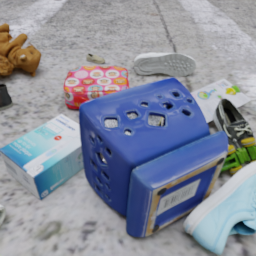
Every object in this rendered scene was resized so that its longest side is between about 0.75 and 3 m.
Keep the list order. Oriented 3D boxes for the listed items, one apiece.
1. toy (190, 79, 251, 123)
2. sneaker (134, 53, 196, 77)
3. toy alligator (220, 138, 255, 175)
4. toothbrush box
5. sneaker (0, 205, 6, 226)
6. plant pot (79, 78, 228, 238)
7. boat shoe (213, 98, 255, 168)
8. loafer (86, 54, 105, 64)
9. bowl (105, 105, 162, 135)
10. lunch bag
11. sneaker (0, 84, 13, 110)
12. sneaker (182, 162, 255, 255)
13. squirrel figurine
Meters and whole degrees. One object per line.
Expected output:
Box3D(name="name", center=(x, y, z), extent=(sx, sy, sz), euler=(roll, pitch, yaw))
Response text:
Box3D(name="toy", center=(3.185, -0.885, 10.764), extent=(2.585, 0.610, 1.489), euler=(-27, 54, -16))
Box3D(name="sneaker", center=(1.769, -3.169, 13.425), extent=(2.958, 1.130, 1.191), euler=(5, 28, 3))
Box3D(name="toy alligator", center=(3.000, 0.955, 8.329), extent=(2.414, 0.800, 0.580), euler=(-22, 1, 5))
Box3D(name="toothbrush box", center=(-2.298, 0.765, 8.469), extent=(1.692, 0.986, 2.311), euler=(28, 45, 31))
Box3D(name="sneaker", center=(-3.958, 2.464, 6.452), extent=(1.317, 0.840, 2.280), euler=(16, 40, 23))
Box3D(name="plant pot", center=(0.616, 0.804, 7.037), extent=(2.876, 2.876, 2.586), euler=(-20, 49, -24))
Box3D(name="boat shoe", center=(3.524, 0.141, 9.104), extent=(0.914, 0.823, 2.585), euler=(-13, 53, -9))
Box3D(name="loafer", center=(-1.694, -3.576, 14.419), extent=(1.104, 0.377, 0.418), euler=(14, 41, 17))
Box3D(name="bowl", center=(0.215, 0.175, 8.706), extent=(2.106, 0.988, 2.106), euler=(-18, 35, 14))
Box3D(name="lunch bag", center=(-1.244, -1.573, 11.320), extent=(2.643, 1.083, 2.328), euler=(0, 38, -1))
Box3D(name="sneaker", center=(-5.502, -1.069, 10.772), extent=(1.854, 0.985, 0.693), euler=(-25, 45, -28))
Box3D(name="sneaker", center=(2.787, 2.003, 6.978), extent=(2.998, 1.108, 1.228), euler=(-32, 56, -23))
Box3D(name="squirrel figurine", center=(-5.475, -3.199, 13.169), extent=(2.532, 1.920, 2.713), euler=(34, 63, 22))
